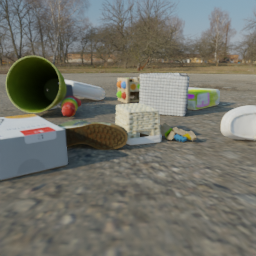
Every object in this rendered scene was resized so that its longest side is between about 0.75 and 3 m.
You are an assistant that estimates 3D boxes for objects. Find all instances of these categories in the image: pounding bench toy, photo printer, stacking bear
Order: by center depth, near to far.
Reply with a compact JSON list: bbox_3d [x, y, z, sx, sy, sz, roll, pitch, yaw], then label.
[{"bbox_3d":[-2.210,-0.767,10.538,0.654,0.698,1.149,42,11,-18],"label":"stacking bear"},{"bbox_3d":[-2.380,-1.986,14.879,2.112,0.733,1.757,8,6,-36],"label":"photo printer"},{"bbox_3d":[0.084,-2.079,14.944,1.531,1.220,1.963,-7,15,-24],"label":"pounding bench toy"}]

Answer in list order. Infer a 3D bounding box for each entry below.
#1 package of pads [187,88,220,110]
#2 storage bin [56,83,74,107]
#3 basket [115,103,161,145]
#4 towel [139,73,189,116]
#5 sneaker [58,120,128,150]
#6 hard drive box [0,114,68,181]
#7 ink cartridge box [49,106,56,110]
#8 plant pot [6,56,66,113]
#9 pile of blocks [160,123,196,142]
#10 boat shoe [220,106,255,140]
[{"bbox_3d":[3.031,-1.427,13.112,1.814,0.801,2.347,12,18,41],"label":"package of pads"},{"bbox_3d":[-3.163,-1.647,13.640,1.085,1.001,1.491,-10,18,-36],"label":"storage bin"},{"bbox_3d":[0.234,-0.156,7.692,0.955,0.869,1.409,-5,15,-16],"label":"basket"},{"bbox_3d":[1.459,-1.369,11.174,1.973,1.634,0.844,6,10,22],"label":"towel"},{"bbox_3d":[-0.963,0.083,7.067,2.000,0.671,0.898,-1,18,8],"label":"sneaker"},{"bbox_3d":[-2.426,0.313,5.924,1.594,0.785,2.045,-10,17,-34],"label":"hard drive box"},{"bbox_3d":[-3.646,-0.892,12.201,0.513,0.202,1.031,6,13,24],"label":"ink cartridge box"},{"bbox_3d":[-3.354,-1.635,11.271,2.083,2.083,2.226,1,3,6],"label":"plant pot"},{"bbox_3d":[1.311,0.221,7.505,1.055,0.433,0.328,18,-22,28],"label":"pile of blocks"},{"bbox_3d":[3.697,-0.089,7.353,2.549,0.902,0.883,-3,13,-16],"label":"boat shoe"}]
